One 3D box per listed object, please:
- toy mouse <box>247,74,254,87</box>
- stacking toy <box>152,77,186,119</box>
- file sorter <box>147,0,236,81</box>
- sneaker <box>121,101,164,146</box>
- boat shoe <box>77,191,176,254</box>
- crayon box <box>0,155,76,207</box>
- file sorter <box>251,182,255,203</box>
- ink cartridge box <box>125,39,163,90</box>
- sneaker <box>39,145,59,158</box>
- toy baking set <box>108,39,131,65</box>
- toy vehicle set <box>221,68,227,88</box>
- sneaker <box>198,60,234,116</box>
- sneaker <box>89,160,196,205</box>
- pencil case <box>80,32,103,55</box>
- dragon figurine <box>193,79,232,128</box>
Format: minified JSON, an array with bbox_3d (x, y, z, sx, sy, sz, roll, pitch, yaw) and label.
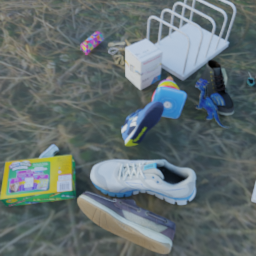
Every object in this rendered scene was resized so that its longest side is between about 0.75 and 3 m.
[{"bbox_3d":[4.657,-1.661,10.166,1.042,0.202,0.926,-25,57,-18],"label":"toy mouse"},{"bbox_3d":[1.340,-1.243,9.404,0.998,1.056,1.819,14,38,0],"label":"stacking toy"},{"bbox_3d":[2.359,-3.658,10.664,2.958,1.842,2.053,-38,62,-25],"label":"file sorter"},{"bbox_3d":[0.327,-0.220,8.081,0.661,1.788,0.735,6,48,-38],"label":"sneaker"},{"bbox_3d":[-0.039,2.166,6.879,2.511,0.903,0.814,22,48,16],"label":"boat shoe"},{"bbox_3d":[-2.398,1.417,7.618,1.861,0.542,1.105,-6,53,-4],"label":"crayon box"},{"bbox_3d":[4.472,0.964,7.336,1.590,1.427,2.291,19,54,19],"label":"file sorter"},{"bbox_3d":[0.532,-2.245,9.912,0.961,1.305,0.944,-30,59,-21],"label":"ink cartridge box"},{"bbox_3d":[-2.359,0.835,8.233,0.277,0.286,0.782,36,66,10],"label":"sneaker"},{"bbox_3d":[-0.254,-2.990,10.877,0.942,0.143,1.227,-31,76,6],"label":"toy baking set"},{"bbox_3d":[3.316,-1.632,9.787,0.103,0.774,0.481,-6,53,8],"label":"toy vehicle set"},{"bbox_3d":[2.964,-1.357,9.347,0.725,1.030,1.940,-14,52,-15],"label":"sneaker"},{"bbox_3d":[0.391,1.192,7.370,2.892,1.253,1.084,5,54,5],"label":"sneaker"},{"bbox_3d":[-1.464,-3.443,11.327,0.483,0.483,1.092,27,58,19],"label":"pencil case"},{"bbox_3d":[2.674,-0.734,8.892,0.526,0.889,1.788,-28,71,-26],"label":"dragon figurine"}]
